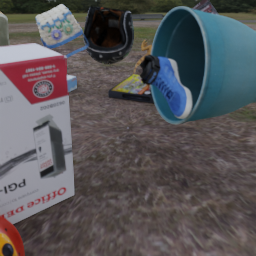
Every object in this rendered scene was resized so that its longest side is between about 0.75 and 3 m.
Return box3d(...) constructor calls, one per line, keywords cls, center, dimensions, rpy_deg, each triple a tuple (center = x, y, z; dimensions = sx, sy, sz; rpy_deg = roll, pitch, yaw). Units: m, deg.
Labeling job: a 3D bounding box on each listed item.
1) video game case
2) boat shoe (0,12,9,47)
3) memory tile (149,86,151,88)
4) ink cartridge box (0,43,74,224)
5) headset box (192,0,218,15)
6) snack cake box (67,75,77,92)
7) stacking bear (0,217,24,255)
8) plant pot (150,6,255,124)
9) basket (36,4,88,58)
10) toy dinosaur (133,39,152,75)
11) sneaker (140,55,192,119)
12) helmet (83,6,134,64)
box3d(cls="video game case", center=(0.799, -1.704, 12.000), dimensions=(2.387, 0.337, 2.642), rpy_deg=(10, 28, 20))
box3d(cls="boat shoe", center=(-3.110, -2.174, 6.666), dimensions=(0.493, 1.322, 0.411), rpy_deg=(-9, 54, -34))
box3d(cls="memory tile", center=(1.605, -1.722, 11.498), dimensions=(1.504, 0.126, 1.153), rpy_deg=(-3, 26, -9))
box3d(cls="ink cartridge box", center=(-2.179, 0.207, 4.927), dimensions=(2.159, 2.942, 1.219), rpy_deg=(-21, 36, -36))
box3d(cls="headset box", center=(2.348, -2.122, 7.458), dimensions=(0.984, 1.949, 2.623), rpy_deg=(-33, 25, 27))
box3d(cls="snack cake box", center=(-3.037, -1.776, 11.876), dimensions=(0.969, 0.566, 1.685), rpy_deg=(13, 28, 21))
box3d(cls="stacking bear", center=(-2.337, 1.950, 2.954), dimensions=(1.624, 1.734, 2.856), rpy_deg=(-30, 0, 30))
box3d(cls="plant pot", center=(1.720, -1.162, 5.470), dimensions=(1.956, 2.082, 2.082), rpy_deg=(-4, 25, -20))
box3d(cls="basket", center=(-1.562, -2.147, 6.545), dimensions=(1.018, 1.154, 0.803), rpy_deg=(-32, 54, -7))
box3d(cls="toy dinosaur", center=(1.157, -3.756, 14.178), dimensions=(2.981, 0.901, 1.584), rpy_deg=(-27, 43, -5))
box3d(cls="sneaker", center=(0.577, -0.740, 4.807), dimensions=(0.738, 0.509, 1.327), rpy_deg=(8, 53, -27))
box3d(cls="helmet", center=(-0.720, -3.415, 10.501), dimensions=(2.052, 1.956, 2.052), rpy_deg=(6, 23, -3))
